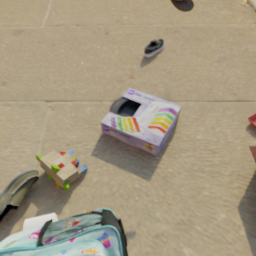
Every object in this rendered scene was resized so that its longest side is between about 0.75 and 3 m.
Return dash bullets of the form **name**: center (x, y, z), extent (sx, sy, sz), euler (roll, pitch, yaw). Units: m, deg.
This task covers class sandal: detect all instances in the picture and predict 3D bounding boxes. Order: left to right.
- **sandal**: center (1.479, -4.053, 8.363), extent (0.559, 1.368, 0.373), euler (-47, 18, -10)

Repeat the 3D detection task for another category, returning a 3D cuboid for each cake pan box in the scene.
- **cake pan box**: center (0.438, -0.315, 9.643), extent (2.225, 0.582, 2.049), euler (23, 50, 19)

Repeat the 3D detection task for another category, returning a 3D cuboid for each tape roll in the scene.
- **tape roll**: center (-2.044, 2.644, 6.738), extent (0.706, 1.029, 1.029), euler (-11, 50, -10)

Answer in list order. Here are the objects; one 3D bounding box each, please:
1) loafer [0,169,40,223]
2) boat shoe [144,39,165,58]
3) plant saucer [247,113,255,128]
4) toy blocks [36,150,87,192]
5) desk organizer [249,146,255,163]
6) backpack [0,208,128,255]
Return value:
- **loafer**: center (-3.109, 1.926, 7.674), extent (0.654, 0.706, 1.878), euler (36, 64, 17)
- **boat shoe**: center (1.225, -3.718, 12.645), extent (0.523, 0.515, 1.451), euler (26, 54, 21)
- **plant saucer**: center (4.939, -0.124, 9.702), extent (1.181, 0.217, 1.183), euler (-24, 52, -20)
- **toy blocks**: center (-1.904, 1.102, 8.411), extent (1.460, 0.729, 0.998), euler (34, 46, 25)
- **desk organizer**: center (4.084, 1.727, 7.614), extent (1.014, 0.944, 2.633), euler (-3, 49, 0)
- **backpack**: center (-1.418, 3.160, 5.223), extent (2.978, 2.283, 2.618), euler (-10, 91, 1)
